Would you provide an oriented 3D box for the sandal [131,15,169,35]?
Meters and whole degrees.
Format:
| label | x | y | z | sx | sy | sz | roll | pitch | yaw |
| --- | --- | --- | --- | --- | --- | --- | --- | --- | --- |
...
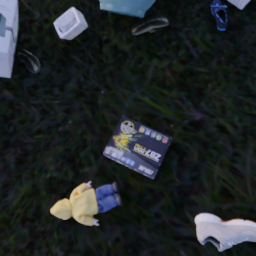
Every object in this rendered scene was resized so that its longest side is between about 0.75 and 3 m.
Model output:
| label | x | y | z | sx | sy | sz | roll | pitch | yaw |
| --- | --- | --- | --- | --- | --- | --- | --- | --- | --- |
| sandal | 0.859 | -3.981 | 10.993 | 1.474 | 0.420 | 0.585 | -13 | 63 | 13 |

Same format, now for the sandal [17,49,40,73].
| label | x | y | z | sx | sy | sz | roll | pitch | yaw |
| --- | --- | --- | --- | --- | --- | --- | --- | --- | --- |
| sandal | -3.640 | -2.509 | 10.440 | 1.344 | 0.383 | 0.534 | 44 | 101 | 28 |

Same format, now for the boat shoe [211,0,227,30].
| label | x | y | z | sx | sy | sz | roll | pitch | yaw |
| --- | --- | --- | --- | --- | --- | --- | --- | --- | --- |
| boat shoe | 3.723 | -4.581 | 11.140 | 0.597 | 0.487 | 1.418 | -13 | 71 | -5 |

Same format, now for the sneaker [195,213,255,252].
| label | x | y | z | sx | sy | sz | roll | pitch | yaw |
| --- | --- | --- | --- | --- | --- | --- | --- | --- | --- |
| sneaker | 2.928 | 3.161 | 8.074 | 2.003 | 0.758 | 0.921 | 7 | 44 | 9 |

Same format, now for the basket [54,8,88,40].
| label | x | y | z | sx | sy | sz | roll | pitch | yaw |
| --- | --- | --- | --- | --- | --- | --- | --- | --- | --- |
| basket | -2.135 | -3.878 | 10.562 | 1.044 | 0.644 | 0.707 | -28 | 82 | 25 |

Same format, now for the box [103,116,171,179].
| label | x | y | z | sx | sy | sz | roll | pitch | yaw |
| --- | --- | --- | --- | --- | --- | --- | --- | --- | --- |
| box | 0.311 | 0.632 | 9.260 | 1.832 | 0.450 | 1.476 | 26 | 75 | 7 |

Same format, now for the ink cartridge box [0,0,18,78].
| label | x | y | z | sx | sy | sz | roll | pitch | yaw |
| --- | --- | --- | --- | --- | --- | --- | --- | --- | --- |
| ink cartridge box | -4.547 | -3.196 | 9.925 | 0.979 | 1.700 | 2.330 | 6 | 70 | -18 |

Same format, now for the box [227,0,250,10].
| label | x | y | z | sx | sy | sz | roll | pitch | yaw |
| --- | --- | --- | --- | --- | --- | --- | --- | --- | --- |
| box | 4.816 | -6.123 | 10.960 | 1.228 | 1.879 | 1.869 | 41 | 75 | 11 |

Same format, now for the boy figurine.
| label | x | y | z | sx | sy | sz | roll | pitch | yaw |
| --- | --- | --- | --- | --- | --- | --- | --- | --- | --- |
| boy figurine | -1.255 | 2.361 | 8.522 | 2.116 | 0.682 | 1.315 | -18 | 75 | -5 |

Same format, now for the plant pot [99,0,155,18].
| label | x | y | z | sx | sy | sz | roll | pitch | yaw |
| --- | --- | --- | --- | --- | --- | --- | --- | --- | --- |
| plant pot | -0.080 | -5.182 | 10.333 | 2.822 | 2.822 | 1.891 | 13 | 110 | 5 |
